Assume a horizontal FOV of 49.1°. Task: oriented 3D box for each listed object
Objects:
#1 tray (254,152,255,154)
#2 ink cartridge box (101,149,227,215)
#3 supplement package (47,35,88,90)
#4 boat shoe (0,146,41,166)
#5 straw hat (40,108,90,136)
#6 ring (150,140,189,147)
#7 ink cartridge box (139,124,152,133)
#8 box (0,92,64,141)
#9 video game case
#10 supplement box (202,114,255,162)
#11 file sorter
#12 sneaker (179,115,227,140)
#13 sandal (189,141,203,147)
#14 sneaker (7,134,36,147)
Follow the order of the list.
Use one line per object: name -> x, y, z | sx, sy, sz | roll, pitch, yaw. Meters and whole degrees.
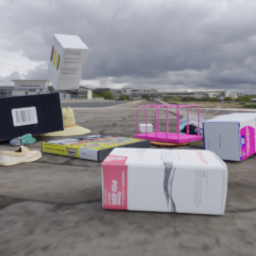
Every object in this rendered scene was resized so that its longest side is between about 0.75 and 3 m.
tray -> 3.952, 0.645, 8.551 | 0.504, 0.189, 1.021 | -2, 7, -12
ink cartridge box -> 0.555, 0.788, 4.512 | 1.752, 0.743, 1.276 | -1, 6, 7
supplement package -> -1.594, -1.680, 7.241 | 0.674, 1.231, 0.700 | -10, 47, -36
boat shoe -> -2.738, 0.670, 7.183 | 0.440, 0.413, 1.193 | 4, 7, 30
straw hat -> -3.136, -0.377, 13.386 | 2.873, 1.216, 2.873 | -1, 6, 0
ring -> 1.421, 0.523, 9.973 | 1.464, 0.140, 1.464 | 0, 5, 0
ink cartridge box -> 0.862, 0.020, 13.732 | 0.593, 0.335, 0.808 | 0, 6, -1
box -> -4.465, -0.480, 11.086 | 2.986, 1.554, 2.719 | -10, 7, -33
video game case -> -0.936, 0.555, 8.739 | 2.314, 0.327, 2.561 | 4, 6, 35
supplement box -> 3.055, 0.190, 7.913 | 1.040, 1.018, 2.012 | 1, 10, 43
file sorter -> 1.444, -0.209, 10.297 | 1.416, 1.278, 2.038 | -5, 7, -45
sneaker -> 3.146, 0.138, 10.977 | 2.598, 1.008, 1.122 | 0, 22, 32
sandal -> 2.586, 0.536, 9.264 | 1.136, 0.307, 0.456 | -13, -5, 28
sneaker -> -3.731, 0.429, 9.865 | 0.427, 0.363, 0.975 | -2, 5, 29
